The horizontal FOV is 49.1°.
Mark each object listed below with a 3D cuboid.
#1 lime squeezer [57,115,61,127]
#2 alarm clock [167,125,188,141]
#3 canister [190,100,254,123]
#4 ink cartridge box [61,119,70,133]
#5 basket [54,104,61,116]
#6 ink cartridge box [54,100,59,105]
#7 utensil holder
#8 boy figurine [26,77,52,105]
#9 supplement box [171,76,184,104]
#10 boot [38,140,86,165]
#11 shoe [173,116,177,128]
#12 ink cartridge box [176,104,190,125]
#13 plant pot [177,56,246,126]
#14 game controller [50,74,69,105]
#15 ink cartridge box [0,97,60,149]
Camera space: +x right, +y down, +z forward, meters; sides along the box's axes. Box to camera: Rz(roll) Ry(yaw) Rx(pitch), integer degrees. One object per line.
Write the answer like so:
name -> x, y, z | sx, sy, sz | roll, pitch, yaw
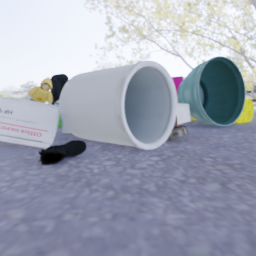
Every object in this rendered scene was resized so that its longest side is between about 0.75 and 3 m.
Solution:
lime squeezer -> -2.609, -0.228, 10.036 | 2.470, 0.466, 0.872 | 0, 1, -36
alarm clock -> 1.238, 0.132, 7.252 | 0.585, 0.289, 0.867 | -19, 6, 12
canister -> 4.145, -0.769, 12.609 | 1.705, 0.993, 2.295 | -6, 8, -41
ink cartridge box -> -1.531, -0.134, 8.950 | 0.912, 0.525, 1.249 | 3, 6, 3
basket -> -2.376, -0.623, 11.853 | 1.318, 0.813, 0.893 | 0, 4, 1
ink cartridge box -> -1.097, -1.075, 11.040 | 2.680, 0.637, 2.712 | 9, 32, 9
utensil holder -> -0.296, -0.547, 6.766 | 2.269, 1.928, 1.928 | 5, 8, 42
boy figurine -> -3.003, -1.074, 9.674 | 0.900, 1.447, 0.466 | 29, 20, -25
supplement box -> 1.714, -1.669, 13.771 | 1.442, 1.472, 2.849 | -15, 12, -8
boot -> -1.188, 0.447, 5.108 | 0.838, 0.310, 0.687 | -8, 5, -6
shoe -> 1.162, -0.193, 8.354 | 0.491, 0.643, 1.840 | 1, -2, 14
ink cartridge box -> 1.054, -0.376, 9.840 | 1.965, 0.663, 1.145 | -14, 12, -26
plant pot -> 2.994, -1.319, 10.793 | 2.535, 2.535, 1.699 | -4, 2, -32
game controller -> -3.086, -1.378, 12.727 | 0.446, 2.120, 1.106 | 10, 19, 18
ink cartridge box -> -2.578, -0.220, 7.147 | 1.508, 0.882, 2.600 | 10, 5, -13
